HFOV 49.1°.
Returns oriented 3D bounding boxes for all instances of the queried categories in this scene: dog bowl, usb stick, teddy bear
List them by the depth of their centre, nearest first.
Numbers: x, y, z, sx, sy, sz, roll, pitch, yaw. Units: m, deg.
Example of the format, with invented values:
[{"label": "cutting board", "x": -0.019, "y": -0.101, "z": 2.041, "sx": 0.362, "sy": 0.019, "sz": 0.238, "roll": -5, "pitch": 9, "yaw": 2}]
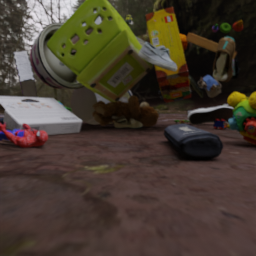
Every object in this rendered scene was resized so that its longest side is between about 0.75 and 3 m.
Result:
[{"label": "usb stick", "x": 1.205, "y": 0.209, "z": 5.709, "sx": 0.760, "sy": 0.447, "sz": 2.741, "roll": 1, "pitch": 4, "yaw": 2}, {"label": "teddy bear", "x": -0.147, "y": -0.702, "z": 12.036, "sx": 2.883, "sy": 0.962, "sz": 2.090, "roll": -6, "pitch": -33, "yaw": 5}, {"label": "dog bowl", "x": -2.900, "y": -2.939, "z": 12.051, "sx": 1.048, "sy": 2.843, "sz": 2.843, "roll": -12, "pitch": -4, "yaw": 38}]

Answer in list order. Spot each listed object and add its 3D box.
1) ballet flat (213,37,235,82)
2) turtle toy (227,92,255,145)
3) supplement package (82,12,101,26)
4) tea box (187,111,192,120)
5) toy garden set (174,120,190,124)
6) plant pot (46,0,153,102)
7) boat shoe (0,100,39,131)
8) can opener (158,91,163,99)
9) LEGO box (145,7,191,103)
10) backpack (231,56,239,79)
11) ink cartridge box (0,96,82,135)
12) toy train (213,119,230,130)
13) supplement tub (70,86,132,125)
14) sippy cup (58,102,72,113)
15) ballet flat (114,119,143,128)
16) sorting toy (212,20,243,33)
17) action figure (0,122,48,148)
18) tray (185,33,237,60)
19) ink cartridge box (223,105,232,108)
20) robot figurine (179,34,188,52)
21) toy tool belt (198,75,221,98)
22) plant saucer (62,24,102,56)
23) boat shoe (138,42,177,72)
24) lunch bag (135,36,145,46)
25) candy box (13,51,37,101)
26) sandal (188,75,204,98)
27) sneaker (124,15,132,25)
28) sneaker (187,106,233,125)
[{"label": "ballet flat", "x": 3.547, "y": -2.316, "z": 10.556, "sx": 0.780, "sy": 0.832, "sz": 2.299, "roll": 23, "pitch": -24, "yaw": 21}, {"label": "turtle toy", "x": 2.962, "y": -0.088, "z": 6.009, "sx": 1.395, "sy": 0.967, "sz": 1.914, "roll": 24, "pitch": 0, "yaw": -16}, {"label": "supplement package", "x": -1.449, "y": -4.044, "z": 12.192, "sx": 0.926, "sy": 0.892, "sz": 1.628, "roll": -16, "pitch": -24, "yaw": 3}, {"label": "tea box", "x": 4.495, "y": -0.808, "z": 18.547, "sx": 0.957, "sy": 0.650, "sz": 0.972, "roll": 3, "pitch": 4, "yaw": 21}, {"label": "toy garden set", "x": 3.024, "y": -0.292, "z": 14.712, "sx": 1.002, "sy": 0.200, "sz": 0.835, "roll": 0, "pitch": 2, "yaw": -10}, {"label": "plant pot", "x": -0.835, "y": -2.681, "z": 10.379, "sx": 2.735, "sy": 2.481, "sz": 2.721, "roll": -42, "pitch": -28, "yaw": 11}, {"label": "boat shoe", "x": -3.785, "y": -0.437, "z": 9.842, "sx": 2.517, "sy": 1.142, "sz": 0.890, "roll": -4, "pitch": 6, "yaw": -45}, {"label": "can opener", "x": 2.015, "y": -1.850, "z": 14.425, "sx": 0.610, "sy": 0.483, "sz": 1.836, "roll": -18, "pitch": 9, "yaw": 34}, {"label": "LEGO box", "x": 1.508, "y": -2.621, "z": 10.401, "sx": 1.053, "sy": 2.728, "sz": 2.032, "roll": -12, "pitch": -21, "yaw": 11}, {"label": "backpack", "x": 4.424, "y": -2.711, "z": 12.123, "sx": 0.662, "sy": 1.046, "sz": 0.873, "roll": -8, "pitch": 29, "yaw": 18}, {"label": "ink cartridge box", "x": -2.926, "y": -0.406, "z": 9.103, "sx": 2.188, "sy": 0.489, "sz": 1.928, "roll": -4, "pitch": 30, "yaw": -46}, {"label": "toy train", "x": 3.768, "y": -0.084, "z": 10.772, "sx": 0.535, "sy": 0.392, "sz": 0.925, "roll": 13, "pitch": -1, "yaw": -21}, {"label": "supplement tub", "x": -1.280, "y": -1.240, "z": 14.371, "sx": 2.097, "sy": 2.097, "sz": 2.893, "roll": 3, "pitch": 5, "yaw": 36}, {"label": "sippy cup", "x": -4.200, "y": -0.893, "z": 16.724, "sx": 1.203, "sy": 1.642, "sz": 1.290, "roll": 23, "pitch": -24, "yaw": 52}, {"label": "ballet flat", "x": 0.003, "y": -0.202, "z": 11.647, "sx": 1.205, "sy": 0.419, "sz": 0.419, "roll": -3, "pitch": 4, "yaw": 2}, {"label": "sorting toy", "x": 4.197, "y": -4.275, "z": 11.669, "sx": 1.322, "sy": 0.458, "sz": 0.455, "roll": -6, "pitch": -14, "yaw": 0}, {"label": "action figure", "x": -2.565, "y": 0.145, "z": 6.397, "sx": 2.207, "sy": 0.570, "sz": 0.722, "roll": 6, "pitch": 5, "yaw": 36}, {"label": "tray", "x": 3.333, "y": -3.279, "z": 11.223, "sx": 1.907, "sy": 0.353, "sz": 0.941, "roll": 32, "pitch": 22, "yaw": 22}, {"label": "ink cartridge box", "x": 6.677, "y": -0.818, "z": 16.075, "sx": 2.041, "sy": 1.046, "sz": 2.762, "roll": 1, "pitch": 6, "yaw": 9}, {"label": "robot figurine", "x": 1.915, "y": -4.072, "z": 12.939, "sx": 1.762, "sy": 0.707, "sz": 2.430, "roll": 9, "pitch": 23, "yaw": -3}, {"label": "toy tool belt", "x": 3.674, "y": -2.043, "z": 12.802, "sx": 0.800, "sy": 1.282, "sz": 0.788, "roll": -36, "pitch": -39, "yaw": 4}, {"label": "plant saucer", "x": -1.420, "y": -3.252, "z": 10.455, "sx": 2.160, "sy": 0.346, "sz": 2.160, "roll": -15, "pitch": 37, "yaw": 12}, {"label": "boat shoe", "x": 0.870, "y": -2.090, "z": 8.037, "sx": 0.553, "sy": 0.564, "sz": 1.584, "roll": 7, "pitch": 24, "yaw": -40}, {"label": "lunch bag", "x": -0.170, "y": -3.451, "z": 13.708, "sx": 2.462, "sy": 2.065, "sz": 1.715, "roll": 13, "pitch": 33, "yaw": -41}, {"label": "candy box", "x": -4.265, "y": -2.124, "z": 11.652, "sx": 0.577, "sy": 1.613, "sz": 1.353, "roll": -13, "pitch": -28, "yaw": -19}, {"label": "sandal", "x": 3.029, "y": -1.956, "z": 13.266, "sx": 0.412, "sy": 1.443, "sz": 0.573, "roll": -35, "pitch": 8, "yaw": 29}, {"label": "sneaker", "x": -0.018, "y": -4.526, "z": 11.733, "sx": 0.357, "sy": 0.406, "sz": 0.960, "roll": 1, "pitch": 24, "yaw": 5}, {"label": "sneaker", "x": 4.254, "y": -0.682, "z": 14.066, "sx": 2.541, "sy": 0.925, "sz": 1.076, "roll": 0, "pitch": 14, "yaw": 4}]
